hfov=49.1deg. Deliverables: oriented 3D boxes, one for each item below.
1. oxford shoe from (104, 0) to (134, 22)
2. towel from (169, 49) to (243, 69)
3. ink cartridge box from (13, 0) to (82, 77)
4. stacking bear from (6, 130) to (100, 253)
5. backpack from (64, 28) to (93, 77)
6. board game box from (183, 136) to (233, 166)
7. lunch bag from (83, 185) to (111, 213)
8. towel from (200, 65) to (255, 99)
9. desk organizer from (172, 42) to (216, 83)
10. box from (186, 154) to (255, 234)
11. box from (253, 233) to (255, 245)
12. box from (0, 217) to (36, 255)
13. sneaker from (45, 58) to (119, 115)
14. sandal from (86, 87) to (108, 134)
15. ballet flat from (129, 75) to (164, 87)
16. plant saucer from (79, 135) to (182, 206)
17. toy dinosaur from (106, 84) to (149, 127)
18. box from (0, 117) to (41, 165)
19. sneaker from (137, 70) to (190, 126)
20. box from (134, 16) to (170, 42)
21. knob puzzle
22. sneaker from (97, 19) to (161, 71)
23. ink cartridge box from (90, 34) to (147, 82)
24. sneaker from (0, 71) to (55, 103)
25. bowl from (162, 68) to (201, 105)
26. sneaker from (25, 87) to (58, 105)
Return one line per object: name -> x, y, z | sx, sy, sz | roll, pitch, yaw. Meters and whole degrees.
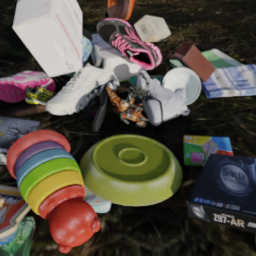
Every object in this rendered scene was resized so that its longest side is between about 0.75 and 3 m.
oxford shoe -> -0.320, -4.187, 9.667 | 0.851, 2.345, 0.835 | 15, 80, -12
towel -> 3.236, -2.597, 11.602 | 2.523, 0.295, 1.925 | -17, 43, -20
ink cartridge box -> -2.377, -3.420, 8.789 | 1.209, 2.140, 2.922 | -13, 57, 10
stacking bear -> -1.485, 1.316, 5.835 | 1.469, 1.376, 2.420 | -32, 59, -13
backpack -> -2.105, -2.821, 10.662 | 1.703, 1.310, 1.390 | -54, 37, -10
board game box -> 2.148, 0.628, 7.609 | 1.249, 0.252, 0.956 | 3, 39, 5
lunch bag -> -0.782, 1.595, 6.307 | 0.817, 0.315, 0.655 | -4, 41, 11
towel -> 3.822, -1.758, 10.280 | 2.437, 0.290, 1.790 | -6, 43, -4
desk organizer -> 2.283, -2.216, 9.544 | 1.553, 0.598, 0.557 | 30, 10, -39
box -> 2.562, 1.343, 5.917 | 2.158, 0.470, 1.729 | 5, 36, 35
box -> 3.446, 2.036, 5.761 | 1.700, 0.419, 1.357 | 6, 41, 7
box -> -2.677, 2.635, 5.017 | 1.562, 0.393, 2.164 | -2, 39, -3
sneaker -> -1.572, -1.406, 9.335 | 1.115, 1.202, 2.967 | 18, 42, 36
sandal -> -0.982, -0.564, 8.671 | 0.536, 0.841, 2.238 | 9, 32, -2
ballet flat -> 0.703, -1.746, 10.515 | 1.364, 0.474, 0.474 | 2, 39, 0
plant saucer -> 0.084, 0.842, 6.944 | 2.575, 0.400, 2.575 | 3, 30, -2
toy dinosaur -> 0.024, -0.734, 8.591 | 1.080, 1.592, 0.813 | -50, 19, -20
box -> -3.610, 0.317, 7.856 | 1.874, 0.453, 1.485 | 7, 40, 8
sneaker -> 1.079, -1.083, 9.093 | 1.289, 0.843, 2.243 | -11, 52, -10
box -> 0.877, -3.432, 9.776 | 0.563, 0.688, 1.449 | -28, -1, 32
knob puzzle -> -3.268, 1.698, 5.572 | 2.571, 0.357, 2.571 | 2, 20, -1
sneaker -> 0.011, -2.776, 9.495 | 2.511, 0.992, 1.198 | 30, 34, -8
ink cartridge box -> -0.465, -2.932, 11.410 | 1.845, 1.065, 2.536 | -9, 40, -11
sneaker -> -3.738, -1.518, 9.923 | 2.109, 0.858, 0.930 | -8, 38, -24
bowl -> 1.789, -1.359, 9.624 | 1.301, 1.301, 0.585 | 3, -5, 4
sneaker -> -2.887, -1.112, 9.551 | 1.343, 0.568, 0.500 | -1, 39, -1
